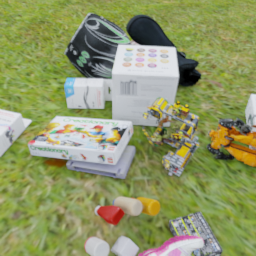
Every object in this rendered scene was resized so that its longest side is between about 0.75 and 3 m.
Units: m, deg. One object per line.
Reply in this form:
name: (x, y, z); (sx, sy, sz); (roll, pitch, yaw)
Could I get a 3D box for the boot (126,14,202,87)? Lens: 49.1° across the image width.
boot: (1.444, -2.891, 10.646); (2.893, 1.105, 2.431); (25, 25, -44)

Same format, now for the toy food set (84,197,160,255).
toy food set: (-0.295, 2.219, 6.158); (0.920, 0.976, 2.045); (-9, 36, 55)

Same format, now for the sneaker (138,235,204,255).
sneaker: (0.892, 2.690, 5.717); (1.496, 0.608, 0.660); (-23, 78, -5)

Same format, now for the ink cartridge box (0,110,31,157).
ink cartridge box: (-4.032, 0.040, 8.687); (1.108, 0.653, 1.925); (12, 43, 13)

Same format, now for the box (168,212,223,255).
box: (1.491, 2.473, 6.311); (0.817, 0.226, 1.020); (-13, 44, -14)

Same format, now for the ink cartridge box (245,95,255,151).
ink cartridge box: (4.468, -0.096, 8.588); (1.394, 0.803, 1.910); (7, 44, 10)

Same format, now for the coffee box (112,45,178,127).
coffee box: (0.529, -1.421, 9.324); (1.951, 1.954, 1.932); (4, 42, 3)

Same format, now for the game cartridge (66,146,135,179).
game cartridge: (-0.746, 0.851, 7.982); (1.718, 0.330, 1.114); (7, 38, 18)

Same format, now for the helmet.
helmet: (-0.999, -2.905, 10.737); (2.303, 2.415, 2.415); (32, 41, -15)

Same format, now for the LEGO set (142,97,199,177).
LEGO set: (1.029, 0.353, 7.488); (1.651, 2.147, 1.244); (31, 65, 16)

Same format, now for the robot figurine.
robot figurine: (3.217, 0.432, 7.782); (1.995, 1.446, 0.581); (21, 38, 9)

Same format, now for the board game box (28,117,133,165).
board game box: (-1.318, 0.298, 8.113); (2.575, 0.446, 1.626); (4, 31, 17)

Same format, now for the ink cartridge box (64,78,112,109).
ink cartridge box: (-1.331, -1.197, 9.829); (1.625, 0.941, 0.542); (1, 39, 2)

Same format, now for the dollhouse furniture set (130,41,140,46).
dollhouse furniture set: (0.521, -3.768, 12.606); (1.665, 0.813, 1.420); (-31, 50, -17)
